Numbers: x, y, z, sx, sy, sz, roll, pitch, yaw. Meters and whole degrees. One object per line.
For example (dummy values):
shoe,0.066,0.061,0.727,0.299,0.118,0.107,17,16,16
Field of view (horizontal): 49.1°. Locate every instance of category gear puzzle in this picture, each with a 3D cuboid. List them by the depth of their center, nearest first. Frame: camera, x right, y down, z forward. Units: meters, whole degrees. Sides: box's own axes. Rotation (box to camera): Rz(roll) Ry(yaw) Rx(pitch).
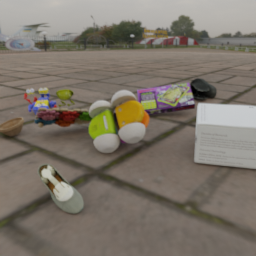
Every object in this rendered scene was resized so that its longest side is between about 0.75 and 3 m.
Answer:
gear puzzle,-1.808,-0.259,10.053,2.922,0.383,1.513,1,-18,-25

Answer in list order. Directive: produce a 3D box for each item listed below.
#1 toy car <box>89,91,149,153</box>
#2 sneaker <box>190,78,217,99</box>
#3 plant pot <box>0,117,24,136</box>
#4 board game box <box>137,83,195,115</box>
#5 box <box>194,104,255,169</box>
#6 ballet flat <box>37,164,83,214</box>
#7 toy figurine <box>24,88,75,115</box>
toy car,-0.254,-0.089,8.954,1.948,1.705,1.461,-23,-28,16
sneaker,3.847,-2.217,15.817,1.524,0.877,2.921,-1,22,-18
plant pot,-4.147,0.012,10.058,0.922,0.425,0.922,-13,25,6
board game box,1.634,-1.280,12.439,2.393,0.386,1.436,-7,53,5
box,2.939,0.158,8.237,1.874,1.225,1.864,5,23,14
ballet flat,-1.537,1.292,6.097,0.505,0.477,1.497,-41,50,-18
toy figurine,-3.625,-0.913,12.660,2.293,1.210,1.374,-2,48,1
